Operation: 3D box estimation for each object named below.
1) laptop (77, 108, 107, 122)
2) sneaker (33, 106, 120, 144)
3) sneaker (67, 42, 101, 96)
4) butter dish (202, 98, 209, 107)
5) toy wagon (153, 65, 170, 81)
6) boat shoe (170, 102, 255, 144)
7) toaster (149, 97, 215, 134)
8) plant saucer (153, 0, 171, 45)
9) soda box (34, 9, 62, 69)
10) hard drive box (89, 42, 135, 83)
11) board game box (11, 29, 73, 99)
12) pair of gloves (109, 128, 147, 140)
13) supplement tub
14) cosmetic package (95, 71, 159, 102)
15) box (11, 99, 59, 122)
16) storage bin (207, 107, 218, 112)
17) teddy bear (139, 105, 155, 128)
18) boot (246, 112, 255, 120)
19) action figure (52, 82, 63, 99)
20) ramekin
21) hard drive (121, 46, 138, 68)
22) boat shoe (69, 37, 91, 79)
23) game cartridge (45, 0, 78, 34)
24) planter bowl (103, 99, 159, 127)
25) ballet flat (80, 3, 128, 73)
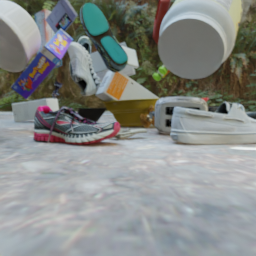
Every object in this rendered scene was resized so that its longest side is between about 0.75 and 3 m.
[{"bbox_3d":[-2.157,-0.680,13.221,1.558,0.965,1.664,-4,20,-45],"label":"laptop"},{"bbox_3d":[-1.282,-0.075,6.478,2.284,0.853,0.921,2,5,21],"label":"sneaker"},{"bbox_3d":[-1.938,-2.398,11.523,0.937,2.313,0.869,-32,9,-40],"label":"sneaker"},{"bbox_3d":[3.533,-0.736,14.432,1.470,1.087,1.466,-45,16,-15],"label":"butter dish"},{"bbox_3d":[1.941,-3.013,12.197,0.463,1.814,2.338,37,-14,-5],"label":"toy wagon"},{"bbox_3d":[2.325,-0.144,6.658,2.774,0.950,0.999,-1,4,-8],"label":"boat shoe"},{"bbox_3d":[1.692,-0.367,8.629,2.028,1.152,1.310,3,9,12],"label":"toaster"},{"bbox_3d":[1.017,-3.535,8.550,0.275,1.497,1.494,10,-40,-1],"label":"plant saucer"},{"bbox_3d":[-3.307,-3.637,11.590,0.713,2.244,0.767,-7,-5,36],"label":"soda box"},{"bbox_3d":[-0.724,-2.910,13.050,1.836,0.905,2.356,-17,-3,4],"label":"hard drive box"},{"bbox_3d":[-2.761,-2.218,9.296,0.579,1.740,2.587,40,21,-22],"label":"board game box"},{"bbox_3d":[-0.217,0.164,7.601,1.042,0.215,1.225,-8,6,-36],"label":"pair of gloves"},{"bbox_3d":[1.979,-2.752,7.616,1.938,1.938,2.673,2,44,28],"label":"supplement tub"},{"bbox_3d":[-0.009,-1.297,11.712,2.370,1.202,0.844,30,-16,-24],"label":"cosmetic package"},{"bbox_3d":[-5.022,-0.969,15.307,2.066,1.007,1.285,-7,4,13],"label":"box"},{"bbox_3d":[3.364,-0.525,12.474,1.222,0.848,1.808,4,6,37],"label":"storage bin"},{"bbox_3d":[1.078,-0.424,10.914,1.254,0.909,0.419,2,4,-26],"label":"teddy bear"},{"bbox_3d":[5.984,-0.607,15.242,1.602,0.581,1.457,6,-10,-6],"label":"boot"},{"bbox_3d":[-3.340,-1.712,13.057,0.290,0.835,0.543,9,15,-44],"label":"action figure"},{"bbox_3d":[-3.936,-3.013,9.142,2.169,2.169,1.057,3,45,31],"label":"ramekin"},{"bbox_3d":[-0.134,-2.858,11.146,1.206,0.796,0.158,4,-21,-42],"label":"hard drive"},{"bbox_3d":[-2.307,-3.245,13.607,0.823,2.262,0.699,7,28,-26],"label":"boat shoe"},{"bbox_3d":[-2.397,-3.924,10.007,1.235,0.801,0.237,-31,3,39],"label":"game cartridge"},{"bbox_3d":[0.250,-0.631,11.934,2.614,1.089,2.614,-3,3,0],"label":"planter bowl"},{"bbox_3d":[-0.937,-3.059,9.814,0.988,2.662,0.988,-27,-10,-5],"label":"ballet flat"}]
